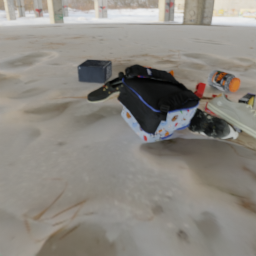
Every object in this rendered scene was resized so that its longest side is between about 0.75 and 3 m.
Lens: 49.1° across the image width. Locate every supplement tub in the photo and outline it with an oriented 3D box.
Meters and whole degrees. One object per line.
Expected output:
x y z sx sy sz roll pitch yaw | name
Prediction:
5.031 -2.439 14.707 0.938 0.938 1.530 -17 31 -30 | supplement tub

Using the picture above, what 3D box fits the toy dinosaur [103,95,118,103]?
0.272 -1.450 12.759 2.787 0.811 1.409 12 26 31 | toy dinosaur

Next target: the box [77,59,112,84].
-1.928 -3.340 16.457 1.596 0.989 1.569 6 27 13 | box

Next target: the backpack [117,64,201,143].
1.140 -0.782 9.947 2.543 2.056 2.669 -13 50 -30 | backpack

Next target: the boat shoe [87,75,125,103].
-0.831 -1.682 11.898 2.042 0.640 0.747 -22 48 -6 | boat shoe

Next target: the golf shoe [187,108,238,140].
2.980 -0.057 10.224 1.104 0.908 2.336 18 13 -25 | golf shoe

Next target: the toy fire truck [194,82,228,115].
3.206 -1.115 11.200 1.342 0.464 1.904 16 -12 6 | toy fire truck

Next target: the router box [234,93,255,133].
4.396 -0.580 10.582 0.330 1.264 0.994 20 33 35 | router box

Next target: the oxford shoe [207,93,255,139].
4.139 -0.289 9.619 2.934 0.847 1.103 36 15 18 | oxford shoe

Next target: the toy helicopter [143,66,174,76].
1.531 -3.024 15.824 1.848 1.102 2.794 0 21 1 | toy helicopter
